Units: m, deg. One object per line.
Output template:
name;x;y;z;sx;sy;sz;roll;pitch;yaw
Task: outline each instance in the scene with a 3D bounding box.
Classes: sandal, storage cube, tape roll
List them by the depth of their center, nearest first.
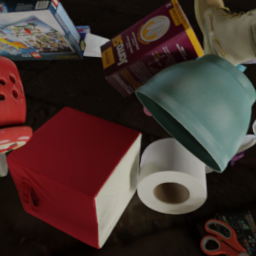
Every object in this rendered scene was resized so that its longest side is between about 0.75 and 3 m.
storage cube;-1.033;1.037;6.175;1.999;1.901;2.224;18;43;19
tape roll;1.001;1.109;6.392;1.494;1.494;1.026;6;40;7
sandal;2.603;0.773;7.515;2.206;0.542;0.898;-23;12;-24

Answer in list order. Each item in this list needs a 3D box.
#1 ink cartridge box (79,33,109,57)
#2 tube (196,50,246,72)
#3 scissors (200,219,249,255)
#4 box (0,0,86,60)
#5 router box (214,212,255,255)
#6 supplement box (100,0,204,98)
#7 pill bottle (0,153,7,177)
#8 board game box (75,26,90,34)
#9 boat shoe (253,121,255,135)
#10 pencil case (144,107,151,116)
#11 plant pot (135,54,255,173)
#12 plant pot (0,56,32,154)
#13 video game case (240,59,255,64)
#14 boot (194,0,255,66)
ink cartridge box;-2.010;-2.697;8.876;2.732;0.556;2.738;12;12;27
tube;3.754;-2.783;11.848;2.270;0.572;0.879;28;55;23
scissors;2.189;2.347;5.233;1.989;0.139;0.728;11;63;53
box;-2.326;-2.154;6.284;2.314;1.581;0.436;4;70;17
router box;2.354;2.298;5.881;0.770;0.319;1.028;-3;41;-3
supplement box;0.404;-1.515;5.485;1.781;0.763;0.983;-27;52;19
pill bottle;-3.857;0.987;7.117;1.338;0.743;0.743;-10;41;-12
board game box;-3.018;-4.315;13.674;2.290;0.471;2.284;-4;40;-5
boat shoe;4.483;0.553;7.622;2.346;0.845;0.804;34;15;21
pencil case;0.833;-0.945;9.557;0.510;0.533;1.232;-30;29;32
plant pot;1.325;-0.411;5.008;1.376;2.054;2.054;-46;51;-2
plant pot;-2.481;-0.242;4.660;1.571;1.431;1.571;-18;-2;-1
video game case;5.112;-3.314;12.710;2.064;0.196;1.475;-2;40;-3
boot;3.129;-3.214;8.145;1.035;2.872;2.221;-14;4;-29
